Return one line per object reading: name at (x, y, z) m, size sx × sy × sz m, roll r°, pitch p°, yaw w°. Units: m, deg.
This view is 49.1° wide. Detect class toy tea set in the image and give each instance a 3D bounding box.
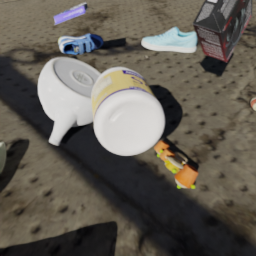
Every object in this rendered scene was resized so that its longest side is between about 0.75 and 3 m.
toy tea set at (1.202, 1.037, 7.743) m, size 1.060 × 0.660 × 1.783 m, roll 29°, pitch 13°, yaw -16°

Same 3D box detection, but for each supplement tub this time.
supplement tub at (-0.101, -0.506, 6.688) m, size 1.536 × 1.536 × 2.113 m, roll -6°, pitch 30°, yaw -7°

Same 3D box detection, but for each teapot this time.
teapot at (-1.926, -0.985, 9.432) m, size 2.583 × 1.911 × 2.617 m, roll 49°, pitch 35°, yaw 19°

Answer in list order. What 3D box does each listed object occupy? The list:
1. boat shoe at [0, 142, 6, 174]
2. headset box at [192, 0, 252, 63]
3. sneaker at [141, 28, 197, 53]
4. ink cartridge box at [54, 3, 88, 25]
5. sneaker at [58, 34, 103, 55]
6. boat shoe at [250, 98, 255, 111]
boat shoe at (-3.832, 1.119, 7.454) m, size 0.712 × 0.756 × 2.106 m, roll 4°, pitch 39°, yaw -2°
headset box at (2.850, -3.132, 8.225) m, size 0.887 × 1.709 × 2.297 m, roll 30°, pitch 3°, yaw 26°
sneaker at (2.219, -4.859, 15.103) m, size 2.972 × 1.218 × 1.099 m, roll 6°, pitch 36°, yaw 7°
ink cartridge box at (-2.271, -4.533, 11.087) m, size 1.280 × 0.280 × 1.292 m, roll -17°, pitch 31°, yaw 9°
sneaker at (-2.468, -4.321, 14.750) m, size 2.377 × 0.879 × 0.978 m, roll -8°, pitch 43°, yaw -4°
boat shoe at (5.355, -0.814, 10.182) m, size 1.654 × 0.589 × 0.517 m, roll 3°, pitch 28°, yaw 11°
